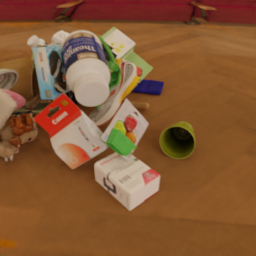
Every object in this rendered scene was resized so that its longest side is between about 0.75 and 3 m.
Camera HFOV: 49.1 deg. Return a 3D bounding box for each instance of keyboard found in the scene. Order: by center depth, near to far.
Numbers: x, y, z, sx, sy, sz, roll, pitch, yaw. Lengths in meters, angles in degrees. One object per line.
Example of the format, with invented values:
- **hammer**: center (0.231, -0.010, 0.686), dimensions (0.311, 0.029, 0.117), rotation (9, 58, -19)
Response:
- **keyboard**: center (-1.087, -3.402, 11.845), dimensions (1.458, 0.289, 0.759), rotation (31, 60, -17)

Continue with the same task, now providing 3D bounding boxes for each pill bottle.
- **pill bottle**: center (-1.334, -1.888, 8.935), dimensions (1.367, 1.367, 2.463), rotation (-8, 50, -12)
- **pill bottle**: center (-3.723, -3.391, 12.132), dimensions (0.683, 1.231, 0.683), rotation (-16, 56, 25)

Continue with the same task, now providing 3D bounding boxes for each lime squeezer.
- **lime squeezer**: center (-0.612, -1.767, 8.806), dimensions (0.871, 2.467, 0.465), rotation (-7, 45, -17)

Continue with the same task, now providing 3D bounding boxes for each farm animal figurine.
- **farm animal figurine**: center (-4.452, 0.438, 9.214), dimensions (2.842, 1.429, 2.295), rotation (-13, 14, -14)

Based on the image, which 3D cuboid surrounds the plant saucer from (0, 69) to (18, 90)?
- **plant saucer**: center (-4.678, -1.576, 9.774), dimensions (0.423, 1.685, 1.685), rotation (52, 48, 3)

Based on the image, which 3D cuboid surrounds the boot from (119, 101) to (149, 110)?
- **boot**: center (0.217, -0.949, 12.091), dimensions (1.084, 0.359, 0.949), rotation (4, 2, -20)

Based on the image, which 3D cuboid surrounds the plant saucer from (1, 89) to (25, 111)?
- **plant saucer**: center (-4.273, -0.931, 9.546), dimensions (1.422, 1.422, 0.361), rotation (5, 73, 7)

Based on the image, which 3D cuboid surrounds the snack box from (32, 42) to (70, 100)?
- **snack box**: center (-2.361, -2.218, 10.221), dimensions (0.539, 1.688, 2.905), rotation (1, 22, 15)

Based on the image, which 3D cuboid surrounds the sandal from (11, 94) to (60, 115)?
- **sandal**: center (-3.519, -0.919, 10.517), dimensions (2.296, 0.655, 0.911), rotation (-4, 27, -3)

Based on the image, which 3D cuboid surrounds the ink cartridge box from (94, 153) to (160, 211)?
- **ink cartridge box**: center (-0.060, 1.443, 8.145), dimensions (1.163, 0.677, 1.606), rotation (-25, 41, -34)

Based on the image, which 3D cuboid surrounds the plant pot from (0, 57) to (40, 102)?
- **plant pot**: center (-4.859, -1.870, 11.761), dimensions (2.404, 2.241, 2.241), rotation (1, 33, 1)

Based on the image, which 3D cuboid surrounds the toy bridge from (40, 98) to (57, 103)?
- **toy bridge**: center (-3.488, -1.089, 11.479), dimensions (1.625, 0.221, 0.546), rotation (-13, 49, 15)

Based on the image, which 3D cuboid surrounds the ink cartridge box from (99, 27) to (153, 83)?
- **ink cartridge box**: center (-0.250, -3.207, 12.741), dimensions (2.612, 0.626, 1.901), rotation (38, 58, 5)

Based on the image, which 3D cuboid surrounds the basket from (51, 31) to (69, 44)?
- **basket**: center (-2.811, -3.596, 13.654), dimensions (1.855, 1.505, 1.872), rotation (21, 23, -10)

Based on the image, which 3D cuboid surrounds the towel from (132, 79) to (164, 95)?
- **towel**: center (0.948, -1.975, 13.753), dimensions (1.502, 0.372, 1.109), rotation (9, 41, 13)

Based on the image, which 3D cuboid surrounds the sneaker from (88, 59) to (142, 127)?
- **sneaker**: center (-0.775, -1.299, 10.421), dimensions (1.180, 2.871, 1.118), rotation (32, 7, -26)

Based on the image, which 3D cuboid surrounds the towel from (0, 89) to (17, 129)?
- **towel**: center (-4.468, -0.517, 8.692), dimensions (1.492, 2.251, 0.388), rotation (46, 27, -3)

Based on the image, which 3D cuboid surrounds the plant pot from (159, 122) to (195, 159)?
- **plant pot**: center (1.793, 0.308, 9.639), dimensions (1.179, 1.179, 1.135), rotation (12, 23, 17)

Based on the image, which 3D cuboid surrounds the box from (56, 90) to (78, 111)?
- **box**: center (-2.743, -1.963, 12.142), dimensions (0.868, 2.017, 1.651), rotation (1, 32, 8)

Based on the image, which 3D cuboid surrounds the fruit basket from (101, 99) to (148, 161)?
- **fruit basket**: center (-0.076, 0.065, 8.104), dimensions (0.641, 1.266, 1.367), rotation (4, 59, 44)

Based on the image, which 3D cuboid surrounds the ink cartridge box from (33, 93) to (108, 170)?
- **ink cartridge box**: center (-1.756, 0.174, 8.320), dimensions (1.613, 1.989, 0.499), rotation (-32, 22, 31)

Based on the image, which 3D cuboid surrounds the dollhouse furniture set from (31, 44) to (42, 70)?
- **dollhouse furniture set**: center (-3.088, -2.449, 9.743), dimensions (0.418, 0.835, 0.323), rotation (13, 32, -37)
